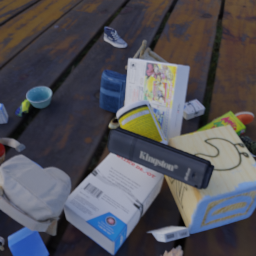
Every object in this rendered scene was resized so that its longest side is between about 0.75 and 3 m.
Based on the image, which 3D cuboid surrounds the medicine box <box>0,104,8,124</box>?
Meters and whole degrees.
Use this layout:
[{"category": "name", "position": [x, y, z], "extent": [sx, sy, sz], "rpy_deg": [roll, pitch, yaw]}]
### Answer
[{"category": "medicine box", "position": [-5.447, -0.539, 11.465], "extent": [0.799, 0.728, 0.411], "rpy_deg": [-9, 46, -8]}]

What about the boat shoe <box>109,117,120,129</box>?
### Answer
[{"category": "boat shoe", "position": [-0.420, -0.281, 11.397], "extent": [0.367, 0.329, 0.991], "rpy_deg": [29, 39, 11]}]

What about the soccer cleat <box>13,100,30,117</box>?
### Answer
[{"category": "soccer cleat", "position": [-4.482, -0.860, 12.131], "extent": [0.456, 0.353, 1.091], "rpy_deg": [36, 44, -8]}]

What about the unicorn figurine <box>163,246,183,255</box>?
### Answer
[{"category": "unicorn figurine", "position": [1.042, 4.367, 6.660], "extent": [1.859, 0.999, 2.706], "rpy_deg": [-15, 32, -1]}]

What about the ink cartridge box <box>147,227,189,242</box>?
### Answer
[{"category": "ink cartridge box", "position": [1.088, 2.981, 7.872], "extent": [0.805, 1.005, 0.238], "rpy_deg": [-3, 75, -27]}]

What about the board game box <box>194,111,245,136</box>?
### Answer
[{"category": "board game box", "position": [3.402, 0.187, 10.569], "extent": [1.724, 0.411, 0.876], "rpy_deg": [-30, 55, -2]}]

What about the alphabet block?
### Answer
[{"category": "alphabet block", "position": [2.459, 1.534, 8.424], "extent": [2.122, 2.133, 2.172], "rpy_deg": [-12, 48, -11]}]

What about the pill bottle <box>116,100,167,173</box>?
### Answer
[{"category": "pill bottle", "position": [0.494, 0.267, 8.446], "extent": [1.118, 1.118, 1.989], "rpy_deg": [-18, 76, -17]}]

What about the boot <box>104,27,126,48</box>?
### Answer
[{"category": "boot", "position": [-0.771, -5.163, 15.957], "extent": [1.630, 0.737, 0.593], "rpy_deg": [30, 53, 26]}]

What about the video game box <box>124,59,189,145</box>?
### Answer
[{"category": "video game box", "position": [0.843, -0.890, 9.814], "extent": [0.663, 2.831, 2.580], "rpy_deg": [-6, 20, -33]}]

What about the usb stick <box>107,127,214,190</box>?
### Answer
[{"category": "usb stick", "position": [0.735, 0.748, 7.306], "extent": [2.897, 0.803, 0.472], "rpy_deg": [20, 14, 23]}]

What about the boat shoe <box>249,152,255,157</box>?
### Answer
[{"category": "boat shoe", "position": [4.574, 0.793, 10.387], "extent": [1.204, 0.417, 0.426], "rpy_deg": [-3, 46, -3]}]

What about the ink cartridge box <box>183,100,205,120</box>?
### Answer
[{"category": "ink cartridge box", "position": [2.700, -0.776, 11.944], "extent": [0.891, 0.383, 0.653], "rpy_deg": [-20, 49, -17]}]

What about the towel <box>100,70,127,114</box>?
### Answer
[{"category": "towel", "position": [-0.640, -1.432, 11.475], "extent": [1.058, 1.894, 0.460], "rpy_deg": [16, 47, 5]}]

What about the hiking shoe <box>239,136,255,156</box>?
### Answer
[{"category": "hiking shoe", "position": [4.076, 0.632, 9.650], "extent": [0.668, 0.502, 1.326], "rpy_deg": [4, 13, -8]}]

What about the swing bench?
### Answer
[{"category": "swing bench", "position": [1.230, -2.460, 12.131], "extent": [2.103, 1.372, 2.114], "rpy_deg": [37, 11, 3]}]

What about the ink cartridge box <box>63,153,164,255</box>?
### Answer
[{"category": "ink cartridge box", "position": [-0.384, 2.115, 8.595], "extent": [1.898, 1.096, 2.600], "rpy_deg": [29, 51, 23]}]

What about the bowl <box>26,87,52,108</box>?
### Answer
[{"category": "bowl", "position": [-3.847, -1.260, 12.283], "extent": [1.079, 0.564, 1.079], "rpy_deg": [0, 45, 0]}]

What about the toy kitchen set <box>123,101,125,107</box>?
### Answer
[{"category": "toy kitchen set", "position": [0.002, -0.623, 11.827], "extent": [0.682, 0.928, 1.158], "rpy_deg": [10, 10, 9]}]

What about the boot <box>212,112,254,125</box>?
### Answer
[{"category": "boot", "position": [4.301, -0.066, 11.135], "extent": [1.707, 0.640, 0.915], "rpy_deg": [-16, 50, -3]}]

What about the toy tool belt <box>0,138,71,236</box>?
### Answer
[{"category": "toy tool belt", "position": [-2.938, 1.705, 7.527], "extent": [2.782, 1.709, 1.737], "rpy_deg": [31, 35, 11]}]

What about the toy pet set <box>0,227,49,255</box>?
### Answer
[{"category": "toy pet set", "position": [-3.102, 3.558, 7.197], "extent": [2.003, 1.139, 2.145], "rpy_deg": [-26, 52, -23]}]
